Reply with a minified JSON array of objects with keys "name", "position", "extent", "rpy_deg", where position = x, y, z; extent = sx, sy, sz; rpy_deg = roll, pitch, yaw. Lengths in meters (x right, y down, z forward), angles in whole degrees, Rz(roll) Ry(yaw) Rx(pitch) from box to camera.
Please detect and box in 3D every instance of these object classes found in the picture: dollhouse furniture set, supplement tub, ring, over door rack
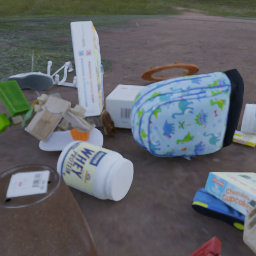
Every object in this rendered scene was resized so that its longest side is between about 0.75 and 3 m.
[{"name":"dollhouse furniture set","position":[-1.491,0.079,6.762],"extent":[1.877,1.601,0.917],"rpy_deg":[19,72,39]},{"name":"supplement tub","position":[-0.676,0.892,5.854],"extent":[1.360,0.986,0.986],"rpy_deg":[14,30,27]},{"name":"supplement tub","position":[4.053,-0.159,8.051],"extent":[1.387,0.915,0.915],"rpy_deg":[11,29,19]},{"name":"dollhouse furniture set","position":[1.632,1.356,2.429],"extent":[1.542,2.866,1.166],"rpy_deg":[48,14,18]},{"name":"ring","position":[1.750,-2.370,11.840],"extent":[2.420,0.232,2.420],"rpy_deg":[-4,-4,0]},{"name":"dollhouse furniture set","position":[-3.049,-0.718,8.248],"extent":[0.948,1.237,1.889],"rpy_deg":[57,36,5]},{"name":"over door rack","position":[-2.626,-2.697,13.110],"extent":[1.992,0.898,2.696],"rpy_deg":[10,28,18]}]

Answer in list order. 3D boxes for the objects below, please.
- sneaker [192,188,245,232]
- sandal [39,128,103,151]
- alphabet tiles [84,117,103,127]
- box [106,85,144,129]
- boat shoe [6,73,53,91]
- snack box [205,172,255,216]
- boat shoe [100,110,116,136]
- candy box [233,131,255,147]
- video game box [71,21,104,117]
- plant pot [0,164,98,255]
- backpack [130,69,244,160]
[{"name":"sneaker","position":[1.879,1.482,5.158],"extent":[1.360,0.448,0.533],"rpy_deg":[17,53,33]},{"name":"sandal","position":[-1.413,0.402,7.274],"extent":[1.839,0.527,0.705],"rpy_deg":[-2,55,22]},{"name":"alphabet tiles","position":[-0.991,-0.202,9.070],"extent":[0.834,0.031,0.697],"rpy_deg":[-8,28,-13]},{"name":"box","position":[0.138,-0.710,8.946],"extent":[1.305,0.912,1.714],"rpy_deg":[5,23,11]},{"name":"boat shoe","position":[-4.130,-2.029,11.964],"extent":[2.044,0.753,0.655],"rpy_deg":[-3,31,10]},{"name":"snack box","position":[2.514,1.318,4.573],"extent":[1.287,0.411,2.215],"rpy_deg":[6,12,-31]},{"name":"boat shoe","position":[-0.526,-0.125,7.866],"extent":[0.327,0.969,0.349],"rpy_deg":[18,56,23]},{"name":"candy box","position":[3.086,0.243,8.022],"extent":[1.097,0.145,0.561],"rpy_deg":[16,25,27]},{"name":"video game box","position":[-1.141,-1.720,8.459],"extent":[0.621,2.417,2.653],"rpy_deg":[-7,11,-1]},{"name":"plant pot","position":[-1.241,1.469,3.792],"extent":[1.708,1.828,1.708],"rpy_deg":[0,26,0]},{"name":"backpack","position":[1.337,-0.273,6.863],"extent":[2.587,2.110,1.989],"rpy_deg":[5,34,6]}]
